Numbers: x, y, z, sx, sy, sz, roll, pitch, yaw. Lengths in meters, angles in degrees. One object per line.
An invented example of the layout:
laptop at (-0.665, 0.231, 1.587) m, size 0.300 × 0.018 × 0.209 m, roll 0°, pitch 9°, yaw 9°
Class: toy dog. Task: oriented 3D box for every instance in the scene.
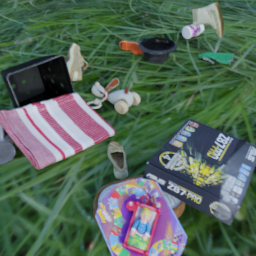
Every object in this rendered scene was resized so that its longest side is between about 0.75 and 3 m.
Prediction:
toy dog at (-0.533, -1.270, 10.068) m, size 1.947 × 0.938 × 1.284 m, roll 11°, pitch 42°, yaw 12°

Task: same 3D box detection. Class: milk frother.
milk frother at (-3.973, 0.022, 8.037) m, size 1.514 × 1.367 × 1.424 m, roll 22°, pitch 24°, yaw -40°

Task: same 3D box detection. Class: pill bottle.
pill bottle at (3.441, -5.125, 14.732) m, size 1.135 × 0.637 × 0.637 m, roll -27°, pitch 48°, yaw -27°

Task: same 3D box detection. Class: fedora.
fedora at (1.321, -3.425, 12.644) m, size 1.767 × 0.807 × 1.767 m, roll 1°, pitch 40°, yaw -1°

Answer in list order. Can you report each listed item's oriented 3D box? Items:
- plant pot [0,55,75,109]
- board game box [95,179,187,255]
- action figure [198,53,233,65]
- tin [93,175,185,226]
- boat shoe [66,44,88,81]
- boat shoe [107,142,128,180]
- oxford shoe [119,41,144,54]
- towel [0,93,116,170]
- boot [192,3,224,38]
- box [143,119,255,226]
plant pot at (-3.214, -1.399, 9.595) m, size 1.980 × 1.985 × 1.761 m, roll -32°, pitch 40°, yaw -31°
board game box at (0.252, 2.074, 6.034) m, size 1.632 × 0.402 × 2.065 m, roll -24°, pitch 66°, yaw -10°
action figure at (3.912, -3.162, 12.659) m, size 1.504 × 0.411 × 0.889 m, roll 18°, pitch 45°, yaw 30°
tin at (0.305, 1.814, 6.924) m, size 2.349 × 0.492 × 1.315 m, roll -12°, pitch 46°, yaw -13°
boat shoe at (-2.191, -2.752, 12.008) m, size 0.905 × 0.852 × 2.377 m, roll 8°, pitch 48°, yaw -10°
boat shoe at (-0.280, 0.839, 8.027) m, size 0.510 × 0.436 × 1.391 m, roll -11°, pitch 42°, yaw -12°
oxford shoe at (0.301, -3.944, 13.485) m, size 1.490 × 0.531 × 0.543 m, roll 27°, pitch 43°, yaw 28°
towel at (-1.993, -0.086, 8.296) m, size 2.122 × 0.335 × 2.947 m, roll 43°, pitch 40°, yaw 20°
boot at (2.282, -2.991, 7.993) m, size 0.768 × 0.993 × 0.358 m, roll -2°, pitch 41°, yaw 33°
box at (2.026, 0.930, 7.354) m, size 2.257 × 0.688 × 2.800 m, roll 27°, pitch 37°, yaw 22°
